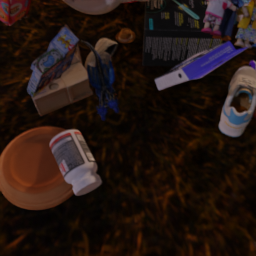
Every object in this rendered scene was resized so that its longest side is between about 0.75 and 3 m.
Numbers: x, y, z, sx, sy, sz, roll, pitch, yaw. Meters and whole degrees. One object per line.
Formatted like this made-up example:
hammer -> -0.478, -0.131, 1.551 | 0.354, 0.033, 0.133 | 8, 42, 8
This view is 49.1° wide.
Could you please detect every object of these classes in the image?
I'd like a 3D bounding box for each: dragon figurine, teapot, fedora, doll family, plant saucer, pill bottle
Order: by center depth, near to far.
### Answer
pill bottle -> -0.949, 0.630, 5.110 | 0.628, 0.628, 1.085 | -24, 69, -15
doll family -> 2.613, -2.729, 6.681 | 2.139, 1.328, 0.964 | 12, 12, -12
dragon figurine -> -0.657, -1.255, 6.872 | 0.631, 1.067, 2.145 | -13, 92, -4
plant saucer -> -2.352, 0.947, 7.610 | 2.464, 0.461, 2.464 | 0, 57, 1
teapot -> -0.916, -5.014, 8.188 | 2.955, 2.994, 2.187 | 10, 57, 30
fedora -> -0.102, -3.528, 10.577 | 0.763, 0.311, 0.763 | 0, 58, 0

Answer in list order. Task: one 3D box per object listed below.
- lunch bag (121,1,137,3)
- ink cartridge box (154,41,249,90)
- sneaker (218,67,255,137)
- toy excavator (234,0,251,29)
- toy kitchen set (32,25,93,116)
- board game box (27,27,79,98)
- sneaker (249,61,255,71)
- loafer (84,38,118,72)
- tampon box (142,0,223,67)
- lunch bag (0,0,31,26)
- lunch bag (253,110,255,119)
lunch bag -> -0.012, -6.563, 12.135 | 2.372, 1.103, 2.693 | -11, 57, -2
ink cartridge box -> 1.598, -1.443, 6.351 | 1.569, 1.584, 0.344 | -33, 103, -23
sneaker -> 3.535, -1.004, 8.503 | 1.012, 1.069, 2.646 | 18, 58, 13
toy excavator -> 4.150, -4.643, 11.108 | 1.689, 0.867, 1.737 | -22, 46, -12
toy kitchen set -> -2.410, -1.947, 8.724 | 1.882, 1.702, 2.087 | -26, 61, -16
board game box -> -1.584, -1.431, 5.914 | 0.404, 1.310, 1.311 | 42, 54, -6
sneaker -> 4.195, -1.999, 9.608 | 0.399, 0.279, 0.803 | 2, 58, 2
loafer -> -0.926, -2.398, 9.633 | 0.680, 0.682, 1.950 | 11, 57, 16
tampon box -> 1.793, -3.312, 9.665 | 2.515, 1.588, 1.885 | 3, 57, 2
lunch bag -> -3.258, -3.480, 6.527 | 2.094, 1.844, 0.858 | 48, 66, -11
lunch bag -> 4.518, -0.351, 8.424 | 1.033, 0.481, 1.173 | -29, 62, -17
